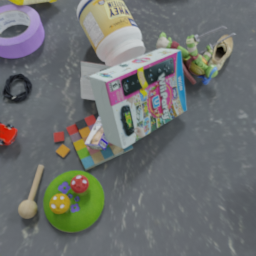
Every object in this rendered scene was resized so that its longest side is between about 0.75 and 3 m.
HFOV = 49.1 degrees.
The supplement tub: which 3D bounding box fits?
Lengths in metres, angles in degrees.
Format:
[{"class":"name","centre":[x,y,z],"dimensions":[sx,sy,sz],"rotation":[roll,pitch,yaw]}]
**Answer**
[{"class":"supplement tub","centre":[-0.617,-3.643,10.576],"dimensions":[1.843,1.843,2.553],"rotation":[-26,81,-13]}]

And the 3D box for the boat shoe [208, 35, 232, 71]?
[{"class":"boat shoe","centre":[3.786,-3.141,11.256],"dimensions":[0.691,0.622,1.916],"rotation":[26,65,13]}]

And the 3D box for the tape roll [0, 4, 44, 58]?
[{"class":"tape roll","centre":[-4.758,-4.037,11.645],"dimensions":[2.353,0.772,2.353],"rotation":[0,62,1]}]

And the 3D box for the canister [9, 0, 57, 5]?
[{"class":"canister","centre":[-4.238,-5.919,12.168],"dimensions":[1.393,0.812,1.875],"rotation":[33,43,24]}]

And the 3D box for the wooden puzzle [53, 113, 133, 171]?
[{"class":"wooden puzzle","centre":[-1.037,0.343,9.668],"dimensions":[2.976,0.209,1.765],"rotation":[-24,65,-12]}]

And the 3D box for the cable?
[{"class":"cable","centre":[-4.168,-1.560,10.613],"dimensions":[0.989,0.308,1.212],"rotation":[11,62,5]}]

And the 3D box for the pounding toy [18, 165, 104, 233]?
[{"class":"pounding toy","centre":[-1.949,1.972,8.299],"dimensions":[2.434,1.130,1.879],"rotation":[11,63,5]}]

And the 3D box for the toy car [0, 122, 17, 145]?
[{"class":"toy car","centre":[-5.262,-0.294,9.782],"dimensions":[2.786,0.621,2.622],"rotation":[-11,63,-7]}]

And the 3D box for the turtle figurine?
[{"class":"turtle figurine","centre":[2.490,-3.109,10.499],"dimensions":[2.447,2.524,1.816],"rotation":[28,46,22]}]

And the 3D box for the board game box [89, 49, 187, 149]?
[{"class":"board game box","centre":[0.466,-1.027,8.860],"dimensions":[2.965,2.187,0.953],"rotation":[-30,32,-30]}]

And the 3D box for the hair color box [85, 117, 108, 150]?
[{"class":"hair color box","centre":[-0.850,0.109,9.257],"dimensions":[0.674,0.400,1.233],"rotation":[1,59,43]}]

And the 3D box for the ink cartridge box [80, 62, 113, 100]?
[{"class":"ink cartridge box","centre":[-0.707,-1.601,9.781],"dimensions":[1.887,1.638,0.411],"rotation":[9,47,0]}]
